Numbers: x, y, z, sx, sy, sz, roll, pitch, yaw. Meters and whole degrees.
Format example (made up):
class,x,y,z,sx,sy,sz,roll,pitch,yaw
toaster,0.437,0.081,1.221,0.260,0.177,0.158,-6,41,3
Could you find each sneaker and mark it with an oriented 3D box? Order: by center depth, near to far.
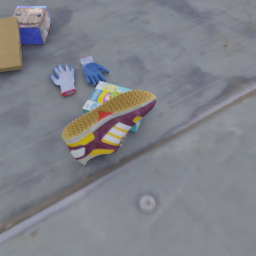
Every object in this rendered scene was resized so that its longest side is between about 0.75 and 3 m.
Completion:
class,x,y,z,sx,sy,sz,roll,pitch,yaw
sneaker,-0.337,-0.026,6.794,2.390,1.077,0.896,-27,35,-5

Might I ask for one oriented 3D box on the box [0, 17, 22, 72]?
class,x,y,z,sx,sy,sz,roll,pitch,yaw
box,-4.660,-2.589,9.006,2.318,0.247,1.895,-10,74,-5

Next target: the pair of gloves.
class,x,y,z,sx,sy,sz,roll,pitch,yaw
pair of gloves,-1.522,-1.669,8.793,1.790,0.204,1.439,-18,56,-13

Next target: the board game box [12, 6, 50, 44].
class,x,y,z,sx,sy,sz,roll,pitch,yaw
board game box,-3.528,-3.718,10.096,1.120,0.680,1.405,-1,52,0

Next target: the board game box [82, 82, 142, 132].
class,x,y,z,sx,sy,sz,roll,pitch,yaw
board game box,-0.307,-0.633,7.855,1.557,0.365,1.176,16,53,12
